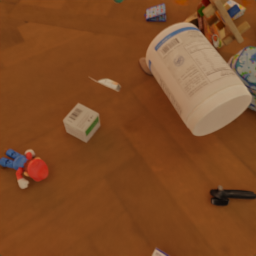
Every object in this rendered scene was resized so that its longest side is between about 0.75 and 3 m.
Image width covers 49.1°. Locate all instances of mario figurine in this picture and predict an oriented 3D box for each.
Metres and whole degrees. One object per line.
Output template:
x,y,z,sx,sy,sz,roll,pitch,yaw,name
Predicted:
-3.229,1.276,8.847,1.701,0.902,1.050,17,94,23,mario figurine

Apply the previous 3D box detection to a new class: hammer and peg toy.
2.576,-3.808,8.504,0.918,2.603,1.915,-36,44,22,hammer and peg toy

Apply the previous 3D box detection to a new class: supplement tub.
1.932,-1.438,8.192,1.916,1.916,2.904,-22,65,-13,supplement tub

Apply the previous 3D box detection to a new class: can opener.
3.146,2.013,8.439,1.394,0.548,0.442,-2,18,-5,can opener

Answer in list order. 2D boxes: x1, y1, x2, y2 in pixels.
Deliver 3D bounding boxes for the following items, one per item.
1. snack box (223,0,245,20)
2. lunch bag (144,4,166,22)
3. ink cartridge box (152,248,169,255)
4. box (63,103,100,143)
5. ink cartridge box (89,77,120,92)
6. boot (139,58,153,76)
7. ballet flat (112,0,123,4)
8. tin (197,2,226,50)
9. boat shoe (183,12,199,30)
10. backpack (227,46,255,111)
4.701,-5.726,13.404,1.009,0.376,1.419,-33,63,-20,snack box
1.252,-5.374,13.185,1.003,0.472,0.755,-3,59,9,lunch bag
0.581,4.468,6.752,1.260,0.494,2.662,27,63,17,ink cartridge box
-1.568,-0.161,9.569,0.889,0.762,0.885,28,61,15,box
-0.609,-1.228,7.483,0.792,0.642,0.198,27,93,3,ink cartridge box
1.161,-2.566,10.718,0.696,1.449,1.982,-37,64,-21,boot
-0.563,-4.937,8.731,0.682,2.021,0.630,-30,51,-8,ballet flat
3.525,-4.383,11.830,1.223,0.457,2.184,-7,91,-24,tin
2.935,-4.461,12.364,2.831,1.009,0.913,-40,30,-22,boat shoe
4.788,-1.671,10.010,2.731,2.099,2.228,30,78,34,backpack
